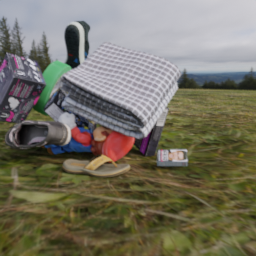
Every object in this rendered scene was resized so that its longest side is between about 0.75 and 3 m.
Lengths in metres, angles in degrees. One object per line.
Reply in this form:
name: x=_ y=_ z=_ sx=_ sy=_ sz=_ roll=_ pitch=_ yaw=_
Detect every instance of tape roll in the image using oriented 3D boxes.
tape roll: x=-2.826 y=-1.465 z=10.516 sx=0.499 sy=2.076 sz=2.076 roll=26 pitch=12 yaw=-1

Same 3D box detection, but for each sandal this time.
sandal: x=-0.836 y=0.918 z=7.198 sx=1.764 sy=0.476 sz=0.708 roll=5 pitch=12 yaw=9

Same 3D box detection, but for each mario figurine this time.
mario figurine: x=-1.164 y=0.195 z=8.503 sx=2.789 sy=1.478 sz=1.722 roll=1 pitch=10 yaw=15

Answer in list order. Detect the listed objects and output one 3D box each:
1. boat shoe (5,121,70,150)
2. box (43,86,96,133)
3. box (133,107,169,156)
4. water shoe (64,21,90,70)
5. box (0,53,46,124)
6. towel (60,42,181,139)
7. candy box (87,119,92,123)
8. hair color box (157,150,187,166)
boat shoe: x=-2.763 y=0.164 z=7.842 sx=2.556 sy=0.855 sz=0.728 roll=-4 pitch=-10 yaw=31
box: x=-1.880 y=-0.353 z=9.626 sx=0.497 sy=1.986 sz=2.000 roll=-38 pitch=22 yaw=9
box: x=0.368 y=-0.300 z=9.301 sx=0.409 sy=1.619 sz=2.264 roll=2 pitch=23 yaw=-32
water shoe: x=-2.001 y=-2.934 z=11.725 sx=1.049 sy=2.933 sz=1.157 roll=23 pitch=37 yaw=15
box: x=-3.787 y=-1.273 z=9.352 sx=1.113 sy=1.941 sz=1.282 roll=9 pitch=42 yaw=-45
towel: x=-0.229 y=-1.207 z=7.793 sx=2.785 sy=1.192 sz=2.306 roll=24 pitch=57 yaw=17
candy box: x=-1.117 y=-1.261 z=9.906 sx=1.198 sy=0.310 sz=2.344 roll=-26 pitch=45 yaw=4
hair color box: x=1.163 y=0.797 z=7.441 sx=0.789 sy=0.239 sz=0.390 roll=0 pitch=51 yaw=7
